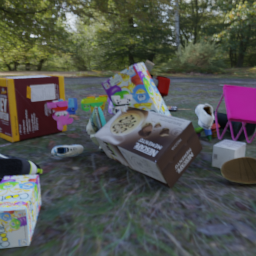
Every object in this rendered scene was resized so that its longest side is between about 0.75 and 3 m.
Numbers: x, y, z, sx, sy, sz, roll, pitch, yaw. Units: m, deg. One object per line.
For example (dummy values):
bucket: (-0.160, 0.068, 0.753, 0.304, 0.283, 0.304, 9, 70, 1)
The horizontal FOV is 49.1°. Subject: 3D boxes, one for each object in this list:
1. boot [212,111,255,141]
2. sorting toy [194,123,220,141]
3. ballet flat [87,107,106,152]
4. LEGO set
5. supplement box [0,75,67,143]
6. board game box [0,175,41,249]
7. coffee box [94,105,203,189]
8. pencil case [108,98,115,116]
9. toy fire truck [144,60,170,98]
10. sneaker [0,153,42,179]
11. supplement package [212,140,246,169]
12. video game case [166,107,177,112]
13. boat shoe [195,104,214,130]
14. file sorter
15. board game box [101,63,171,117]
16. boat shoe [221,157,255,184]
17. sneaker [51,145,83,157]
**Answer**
boot: (3.990, -0.135, 11.500, 1.899, 0.863, 2.260, 15, 13, 37)
sorting toy: (3.039, 0.227, 11.084, 1.369, 0.562, 0.823, -14, 1, -8)
ballet flat: (-0.930, 0.147, 8.928, 0.775, 2.088, 0.775, -9, 50, 10)
LEGO set: (-1.224, -0.420, 8.936, 2.654, 1.089, 1.012, -9, 13, -24)
supplement box: (-4.047, -0.908, 11.509, 1.603, 2.381, 2.414, 12, 18, 42)
board game box: (-2.110, 1.499, 5.236, 0.715, 0.728, 1.388, -2, 14, -8)
coffee box: (0.473, 0.386, 7.626, 1.454, 1.026, 2.572, -45, 37, -20)
pencil case: (0.142, -0.741, 12.072, 2.209, 0.927, 0.944, 20, 13, -33)
toy fire truck: (0.933, -1.936, 11.392, 1.708, 1.249, 1.941, 10, 6, -5)
sneaker: (-3.172, 1.090, 7.530, 1.949, 0.699, 0.807, 8, -8, 26)
supplement package: (2.973, 0.793, 8.252, 0.648, 0.653, 0.861, 12, 18, 40)
video game case: (2.521, -1.161, 17.299, 0.967, 0.136, 1.070, 4, 15, 13)
boat shoe: (2.216, -0.442, 7.936, 0.474, 0.467, 1.337, 24, 27, 1)
file sorter: (3.728, -0.311, 8.431, 1.915, 1.201, 1.331, 6, 51, 1)
board game box: (0.423, -0.792, 9.907, 1.367, 2.607, 1.343, -27, 7, 22)
boat shoe: (3.296, 1.112, 7.229, 1.903, 0.686, 0.618, -6, -22, -3)
sneaker: (-1.871, 0.721, 8.802, 1.036, 0.372, 0.375, -5, -9, -33)
